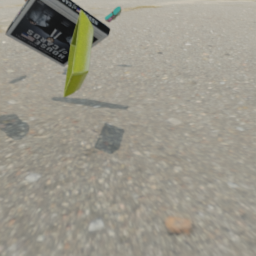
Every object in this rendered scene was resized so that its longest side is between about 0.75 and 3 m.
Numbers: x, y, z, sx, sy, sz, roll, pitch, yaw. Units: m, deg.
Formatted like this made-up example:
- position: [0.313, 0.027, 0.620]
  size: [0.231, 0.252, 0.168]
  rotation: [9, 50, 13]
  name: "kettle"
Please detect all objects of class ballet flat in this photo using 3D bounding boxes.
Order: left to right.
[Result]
- position: [-0.538, -4.599, 11.385]
  size: [0.964, 0.333, 0.343]
  rotation: [-22, -21, 38]
  name: "ballet flat"

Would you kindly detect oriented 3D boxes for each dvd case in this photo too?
- position: [-1.928, -2.531, 7.372]
  size: [1.889, 0.311, 2.513]
  rotation: [26, -24, -33]
  name: "dvd case"

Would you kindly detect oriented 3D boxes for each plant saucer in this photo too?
- position: [-0.930, -1.308, 5.293]
  size: [0.299, 1.248, 1.249]
  rotation: [9, -15, -17]
  name: "plant saucer"

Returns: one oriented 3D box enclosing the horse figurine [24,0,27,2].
- position: [-3.316, -4.519, 9.983]
  size: [1.034, 0.389, 1.560]
  rotation: [29, 22, -14]
  name: "horse figurine"
